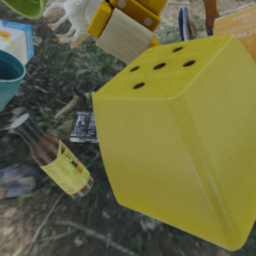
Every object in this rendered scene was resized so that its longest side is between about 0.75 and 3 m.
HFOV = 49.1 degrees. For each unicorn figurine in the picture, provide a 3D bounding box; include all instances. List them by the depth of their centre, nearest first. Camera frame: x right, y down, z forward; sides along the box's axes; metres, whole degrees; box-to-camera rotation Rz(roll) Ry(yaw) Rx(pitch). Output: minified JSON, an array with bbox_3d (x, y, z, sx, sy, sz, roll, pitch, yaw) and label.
[{"bbox_3d":[-1.392,-2.858,7.192,1.363,1.984,0.733,-28,85,-1],"label":"unicorn figurine"}]

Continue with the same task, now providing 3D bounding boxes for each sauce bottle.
[{"bbox_3d":[-1.328,0.529,5.021,0.585,1.808,0.585,-25,32,17],"label":"sauce bottle"}]

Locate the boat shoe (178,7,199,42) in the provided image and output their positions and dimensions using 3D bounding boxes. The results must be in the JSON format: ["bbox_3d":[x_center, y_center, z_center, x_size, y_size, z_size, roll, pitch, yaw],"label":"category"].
[{"bbox_3d":[1.837,-2.948,8.447,0.498,1.375,0.497,-11,17,-4],"label":"boat shoe"}]

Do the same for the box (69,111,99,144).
[{"bbox_3d":[-1.033,-0.014,8.299,1.255,0.312,0.990,3,52,2],"label":"box"}]

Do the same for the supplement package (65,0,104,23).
[{"bbox_3d":[-0.581,-4.157,8.857,2.474,1.446,1.451,18,79,2],"label":"supplement package"}]

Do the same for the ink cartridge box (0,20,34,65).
[{"bbox_3d":[-3.672,-1.828,7.017,1.634,0.963,2.838,9,38,-1],"label":"ink cartridge box"}]

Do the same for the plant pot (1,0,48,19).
[{"bbox_3d":[-2.701,-4.739,8.051,2.251,2.251,2.137,27,67,19],"label":"plant pot"}]

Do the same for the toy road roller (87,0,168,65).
[{"bbox_3d":[0.152,-2.748,6.573,1.532,1.820,2.493,27,30,-18],"label":"toy road roller"}]

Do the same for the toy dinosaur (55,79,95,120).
[{"bbox_3d":[-1.009,-0.599,5.463,1.490,0.656,0.354,-21,38,18],"label":"toy dinosaur"}]

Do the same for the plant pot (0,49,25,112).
[{"bbox_3d":[-2.349,-0.744,4.750,0.947,0.890,0.947,23,34,-17],"label":"plant pot"}]

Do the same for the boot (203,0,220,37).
[{"bbox_3d":[2.753,-3.831,9.032,0.527,1.540,1.450,1,23,45],"label":"boot"}]

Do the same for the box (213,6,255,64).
[{"bbox_3d":[2.660,-1.028,5.731,1.231,1.571,2.526,5,89,-33],"label":"box"}]

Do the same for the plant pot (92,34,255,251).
[{"bbox_3d":[0.801,-0.069,4.101,2.201,1.941,2.201,7,43,46],"label":"plant pot"}]
